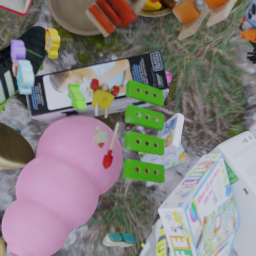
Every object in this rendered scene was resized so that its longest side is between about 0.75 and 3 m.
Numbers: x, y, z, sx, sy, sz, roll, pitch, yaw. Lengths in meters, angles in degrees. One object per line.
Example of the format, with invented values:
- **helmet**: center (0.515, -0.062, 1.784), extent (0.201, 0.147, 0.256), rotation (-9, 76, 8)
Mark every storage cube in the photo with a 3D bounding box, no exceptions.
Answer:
- **storage cube**: center (-2.005, -2.848, 4.262), extent (1.333, 1.560, 1.402), rotation (13, 79, -28)

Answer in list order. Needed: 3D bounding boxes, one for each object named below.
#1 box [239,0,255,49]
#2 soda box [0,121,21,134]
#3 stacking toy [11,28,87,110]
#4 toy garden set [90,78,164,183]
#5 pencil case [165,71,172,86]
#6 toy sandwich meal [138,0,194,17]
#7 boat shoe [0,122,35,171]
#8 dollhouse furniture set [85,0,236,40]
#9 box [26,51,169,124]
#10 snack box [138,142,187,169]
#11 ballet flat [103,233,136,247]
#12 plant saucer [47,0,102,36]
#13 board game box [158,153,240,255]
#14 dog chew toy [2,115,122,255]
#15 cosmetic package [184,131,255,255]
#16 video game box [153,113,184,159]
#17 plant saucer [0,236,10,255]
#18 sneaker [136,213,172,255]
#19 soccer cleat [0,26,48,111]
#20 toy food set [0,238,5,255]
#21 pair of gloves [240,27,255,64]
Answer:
- **box**: center (2.899, -2.066, 5.491), extent (0.354, 1.215, 1.774), rotation (1, 49, -11)
- **soda box**: center (-3.670, 0.703, 7.546), extent (0.616, 0.572, 1.801), rotation (28, 87, 2)
- **stacking toy**: center (-1.776, -1.083, 4.698), extent (1.649, 0.514, 2.186), rotation (-5, 47, -31)
- **toy garden set**: center (-0.043, 0.017, 4.590), extent (1.374, 0.329, 1.648), rotation (13, 69, -30)
- **pencil case**: center (0.895, -1.099, 7.743), extent (0.432, 0.446, 0.952), rotation (16, 86, 9)
- **toy sandwich meal**: center (0.679, -4.273, 7.510), extent (2.837, 0.972, 2.837), rotation (1, 86, -12)
- **boat shoe**: center (-2.665, 0.318, 4.760), extent (0.729, 2.317, 0.845), rotation (-35, 61, 19)
- **dollhouse furniture set**: center (0.366, -2.634, 5.044), extent (2.434, 2.408, 1.254), rotation (46, 61, -24)
- **box**: center (-0.582, -0.760, 5.936), extent (2.668, 1.556, 0.802), rotation (-11, 86, 0)
- **snack box**: center (0.915, 0.705, 7.674), extent (1.170, 0.310, 0.832), rotation (-21, 86, -2)
- **ballet flat**: center (-0.168, 2.115, 5.265), extent (0.773, 0.261, 0.241), rotation (27, 112, -40)
- **plant saucer**: center (-1.116, -3.721, 7.996), extent (2.335, 0.344, 2.335), rotation (0, 85, -1)
- **board game box**: center (1.139, 1.292, 4.045), extent (0.332, 1.939, 1.303), rotation (-12, 98, 33)
- **dog chew toy**: center (-1.220, 1.046, 5.194), extent (1.731, 1.731, 2.780), rotation (27, 50, 2)
- **cosmetic package**: center (2.332, 1.442, 5.109), extent (1.025, 1.300, 2.417), rotation (-18, 64, -33)
- **video game box**: center (0.812, 0.164, 5.632), extent (0.179, 0.695, 0.763), rotation (26, 56, -13)
- **plant saucer**: center (-2.811, 3.803, 6.924), extent (2.382, 0.598, 2.382), rotation (-18, 57, 31)
- **sneaker**: center (0.821, 2.019, 5.403), extent (0.709, 0.700, 1.856), rotation (25, 83, 22)
- **soccer cleat**: center (-2.641, -1.174, 5.855), extent (0.870, 1.045, 2.578), rotation (37, 89, 29)
- **toy food set**: center (-4.143, 2.848, 7.343), extent (1.758, 0.428, 1.741), rotation (-13, 87, 10)
- **pair of gloves**: center (2.490, -1.556, 5.365), extent (0.097, 0.700, 0.785), rotation (-32, 113, -8)
